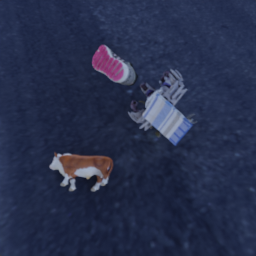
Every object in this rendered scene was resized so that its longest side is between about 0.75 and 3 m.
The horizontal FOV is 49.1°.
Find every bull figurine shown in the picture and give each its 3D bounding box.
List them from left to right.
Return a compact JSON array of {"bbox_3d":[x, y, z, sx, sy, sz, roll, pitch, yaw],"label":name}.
[{"bbox_3d":[-1.423,1.246,8.281,1.928,0.628,1.171,-3,52,0],"label":"bull figurine"}]

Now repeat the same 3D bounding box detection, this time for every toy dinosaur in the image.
[{"bbox_3d":[1.189,-0.319,9.653,1.068,0.803,2.087,-24,42,-36],"label":"toy dinosaur"}]

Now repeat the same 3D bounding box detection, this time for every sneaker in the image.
[{"bbox_3d":[-0.450,-2.145,9.969,1.049,0.885,2.399,21,18,-42],"label":"sneaker"}]

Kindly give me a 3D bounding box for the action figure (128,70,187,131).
[{"bbox_3d":[0.895,-0.957,8.658,1.930,1.029,2.966,-34,10,16],"label":"action figure"}]

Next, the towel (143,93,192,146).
[{"bbox_3d":[0.939,-0.201,6.977,1.190,0.874,0.142,44,44,13],"label":"towel"}]
